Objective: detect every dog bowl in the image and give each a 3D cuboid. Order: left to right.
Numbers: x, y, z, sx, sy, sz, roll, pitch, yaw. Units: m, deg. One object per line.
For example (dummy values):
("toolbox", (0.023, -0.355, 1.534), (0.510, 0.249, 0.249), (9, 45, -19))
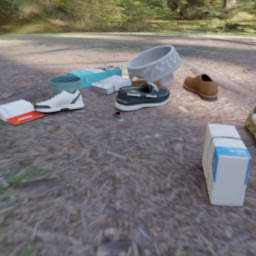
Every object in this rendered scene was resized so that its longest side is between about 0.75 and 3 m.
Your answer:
("dog bowl", (1.238, -3.321, 14.460), (2.927, 0.858, 2.927), (-19, 28, 10))

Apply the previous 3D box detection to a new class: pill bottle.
("pill bottle", (1.631, -2.827, 15.086), (0.928, 0.928, 1.779), (-11, 26, -24))

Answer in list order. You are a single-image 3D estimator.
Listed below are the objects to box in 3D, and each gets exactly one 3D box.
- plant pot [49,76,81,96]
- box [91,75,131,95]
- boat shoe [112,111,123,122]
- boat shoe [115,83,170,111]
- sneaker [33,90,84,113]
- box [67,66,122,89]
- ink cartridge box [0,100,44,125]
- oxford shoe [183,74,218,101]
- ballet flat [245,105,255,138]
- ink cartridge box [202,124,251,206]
("plant pot", (-2.746, -1.697, 12.459), (1.411, 0.945, 1.411), (-1, 24, 0))
("box", (-0.849, -2.187, 14.087), (1.629, 0.335, 1.270), (-30, 36, -35))
("boat shoe", (-0.395, -0.499, 10.515), (0.271, 0.272, 0.750), (-14, 28, -24))
("boat shoe", (0.760, -1.432, 11.734), (2.890, 0.872, 1.093), (-20, 42, -39))
("sneaker", (-2.761, -1.055, 11.065), (1.955, 0.782, 0.721), (-12, 15, -24))
("box", (-1.779, -2.821, 15.348), (2.874, 0.706, 1.182), (-19, 30, -37))
("ink cartridge box", (-4.158, -0.616, 10.629), (1.575, 0.372, 1.260), (16, 28, 38))
("oxford shoe", (3.517, -2.179, 13.519), (1.030, 1.030, 2.889), (-7, 23, -13))
("ballet flat", (4.314, 0.040, 8.404), (1.053, 0.975, 2.988), (-1, 24, -2))
("ink cartridge box", (2.167, 0.775, 6.402), (0.706, 1.204, 1.644), (4, 24, 8))
